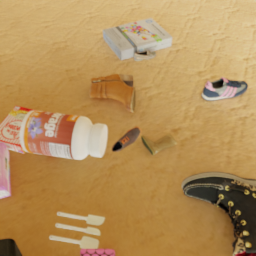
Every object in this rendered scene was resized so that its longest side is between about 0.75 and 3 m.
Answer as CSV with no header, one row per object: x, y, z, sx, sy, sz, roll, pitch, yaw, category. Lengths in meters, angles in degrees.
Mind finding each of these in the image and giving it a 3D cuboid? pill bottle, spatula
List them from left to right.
-2.161,0.278,9.721,2.711,1.521,1.521,7,49,6,pill bottle
-1.515,2.987,8.241,1.480,0.119,1.029,7,49,6,spatula

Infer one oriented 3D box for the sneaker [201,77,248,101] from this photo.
4.248,-1.786,11.985,2.185,0.896,0.766,-15,50,-13,sneaker

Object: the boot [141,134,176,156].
1.113,0.477,10.358,1.041,0.344,0.911,-26,66,-20,boot

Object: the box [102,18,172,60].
0.465,-4.769,14.866,2.987,0.615,2.328,-19,51,-17,box

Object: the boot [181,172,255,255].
3.046,2.532,8.043,2.973,1.088,2.238,9,48,0,boot

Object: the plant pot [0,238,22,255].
-3.259,3.906,6.069,2.440,2.446,2.169,-7,38,-6,plant pot

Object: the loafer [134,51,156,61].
0.864,-3.666,14.020,1.205,0.379,0.433,-17,50,-14,loafer

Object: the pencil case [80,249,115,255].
-0.834,3.518,7.588,0.944,0.428,0.442,1,75,4,pencil case

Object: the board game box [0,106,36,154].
-4.126,0.027,10.676,1.384,0.423,1.827,12,49,11,board game box

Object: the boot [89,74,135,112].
-0.673,-1.418,11.708,1.905,0.907,2.463,-3,37,-4,boot

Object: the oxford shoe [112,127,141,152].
-0.050,0.380,8.242,0.389,1.092,0.396,49,23,4,oxford shoe

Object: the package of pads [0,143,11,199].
-4.538,1.480,9.162,1.179,0.740,1.957,-14,50,-12,package of pads
